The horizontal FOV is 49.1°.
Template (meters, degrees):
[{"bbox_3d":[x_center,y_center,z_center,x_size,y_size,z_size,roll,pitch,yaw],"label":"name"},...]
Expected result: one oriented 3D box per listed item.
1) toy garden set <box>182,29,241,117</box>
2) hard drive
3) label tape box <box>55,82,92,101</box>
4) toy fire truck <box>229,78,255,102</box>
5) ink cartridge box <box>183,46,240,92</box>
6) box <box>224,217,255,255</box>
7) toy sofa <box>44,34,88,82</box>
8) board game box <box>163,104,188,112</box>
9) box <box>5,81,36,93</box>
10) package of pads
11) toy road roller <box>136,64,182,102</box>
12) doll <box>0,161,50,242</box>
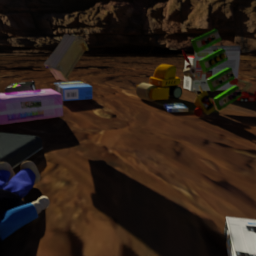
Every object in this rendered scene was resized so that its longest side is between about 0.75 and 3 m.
[{"bbox_3d":[2.993,-1.929,10.097,2.312,2.773,0.553,-30,12,-25],"label":"toy garden set"},{"bbox_3d":[-3.238,0.651,6.165,1.656,0.390,2.373,4,19,13],"label":"hard drive"},{"bbox_3d":[-2.646,-1.770,13.270,1.372,0.633,1.914,-8,18,-25],"label":"label tape box"},{"bbox_3d":[5.161,-1.656,12.305,1.398,0.986,0.341,3,19,11],"label":"toy fire truck"},{"bbox_3d":[4.436,-3.196,14.886,2.630,2.309,1.103,-3,18,-12],"label":"ink cartridge box"},{"bbox_3d":[1.570,1.568,3.496,0.592,0.305,1.015,4,19,12],"label":"box"},{"bbox_3d":[-2.140,-2.462,9.764,0.774,1.586,0.657,20,-19,22],"label":"toy sofa"},{"bbox_3d":[1.854,-0.787,10.950,0.775,0.169,0.778,-1,18,-7],"label":"board game box"},{"bbox_3d":[-4.407,-1.408,11.667,1.004,0.840,1.352,-9,18,-9],"label":"box"},{"bbox_3d":[-3.604,-0.753,9.628,2.422,0.916,1.459,-11,21,-30],"label":"package of pads"},{"bbox_3d":[1.440,-2.089,12.779,2.063,1.506,1.268,-11,21,-30],"label":"toy road roller"},{"bbox_3d":[-1.970,1.197,4.211,1.596,0.567,2.339,-3,18,-1],"label":"doll"}]
